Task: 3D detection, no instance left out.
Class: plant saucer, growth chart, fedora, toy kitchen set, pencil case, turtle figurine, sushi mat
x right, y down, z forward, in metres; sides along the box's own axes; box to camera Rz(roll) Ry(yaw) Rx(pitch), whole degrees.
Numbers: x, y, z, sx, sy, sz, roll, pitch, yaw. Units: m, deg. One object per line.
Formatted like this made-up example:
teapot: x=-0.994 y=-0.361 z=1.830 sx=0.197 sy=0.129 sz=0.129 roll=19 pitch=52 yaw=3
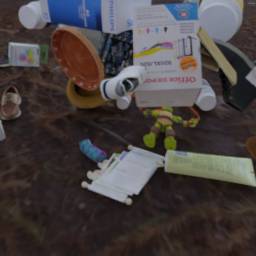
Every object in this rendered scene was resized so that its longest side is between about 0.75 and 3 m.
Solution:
plant saucer: x=-0.952 y=-1.320 z=5.388 sx=1.303 sy=1.303 sz=0.210 roll=25 pitch=54 yaw=33
growth chart: x=-0.042 y=1.265 z=8.283 sx=1.761 sy=0.216 sz=2.433 roll=21 pitch=39 yaw=29
fedora: x=-1.215 y=-1.680 z=11.555 sx=2.628 sy=1.072 sz=2.628 roll=-9 pitch=62 yaw=17
toy kitchen set: x=2.513 y=-2.992 z=9.512 sx=2.161 sy=1.954 sz=2.395 roll=24 pitch=30 yaw=4
pencil case: x=-1.122 y=0.738 z=8.867 sx=0.977 sy=0.452 sz=0.416 roll=32 pitch=19 yaw=36
turtle figurine: x=1.141 y=-0.203 z=9.872 sx=2.655 sy=0.855 sz=2.141 roll=21 pitch=45 yaw=0
sushi mat: x=1.674 y=-1.355 z=5.250 sx=0.072 sy=1.191 sz=0.570 roll=-33 pitch=15 yaw=35

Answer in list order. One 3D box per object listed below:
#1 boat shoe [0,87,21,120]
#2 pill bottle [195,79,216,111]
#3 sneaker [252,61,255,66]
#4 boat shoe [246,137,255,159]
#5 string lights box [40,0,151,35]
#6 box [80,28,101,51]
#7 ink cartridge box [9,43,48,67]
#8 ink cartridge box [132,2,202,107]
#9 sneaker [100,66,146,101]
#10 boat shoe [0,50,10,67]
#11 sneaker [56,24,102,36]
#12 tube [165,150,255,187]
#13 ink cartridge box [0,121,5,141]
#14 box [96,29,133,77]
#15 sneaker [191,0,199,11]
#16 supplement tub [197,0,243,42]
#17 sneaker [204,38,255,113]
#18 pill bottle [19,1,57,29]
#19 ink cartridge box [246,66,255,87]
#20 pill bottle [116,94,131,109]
boat shoe: x=-4.782 y=-1.023 z=11.265 sx=0.789 sy=0.748 sz=2.084 roll=-10 pitch=35 yaw=-15
pill bottle: x=3.126 y=-1.383 z=11.720 sx=0.860 sy=0.860 sz=1.485 roll=-1 pitch=34 yaw=-1
sneaker: x=6.501 y=-2.313 z=12.974 sx=1.464 sy=1.031 sz=2.756 roll=-24 pitch=41 yaw=-31
boat shoe: x=4.478 y=0.961 z=8.435 sx=0.691 sy=0.692 sz=1.965 roll=23 pitch=16 yaw=-43
string lights box: x=-0.985 y=-3.428 z=8.058 sx=2.978 sy=0.878 sz=1.530 roll=21 pitch=37 yaw=32
box: x=-1.351 y=-3.601 z=10.053 sx=0.739 sy=1.798 sz=0.615 roll=-6 pitch=10 yaw=-2
ink cartridge box: x=-2.856 y=-2.104 z=8.112 sx=1.105 sy=0.574 sz=0.328 roll=-4 pitch=32 yaw=-28
ink cartridge box: x=0.905 y=-1.657 z=6.828 sx=1.514 sy=2.057 sz=1.488 roll=-2 pitch=-10 yaw=5
sneaker: x=0.058 y=-0.880 z=5.405 sx=0.543 sy=0.515 sz=1.348 roll=-5 pitch=25 yaw=38
boat shoe: x=-6.609 y=-4.091 z=15.935 sx=0.822 sy=0.740 sz=2.285 roll=18 pitch=37 yaw=25
sneaker: x=-1.811 y=-3.701 z=10.638 sx=1.886 sy=0.722 sz=0.762 roll=-16 pitch=69 yaw=-41
tube: x=2.370 y=1.149 z=8.176 sx=2.562 sy=0.743 sz=0.665 roll=6 pitch=-4 yaw=4
ink cartridge box: x=-3.605 y=-1.146 z=6.596 sx=0.701 sy=2.457 sz=1.997 roll=-19 pitch=45 yaw=-19
box: x=-0.359 y=-2.635 z=9.727 sx=1.397 sy=1.758 sz=0.404 roll=5 pitch=32 yaw=-32
sneaker: x=2.396 y=-4.904 z=10.672 sx=0.508 sy=1.379 sz=0.797 roll=2 pitch=18 yaw=-16
supplement tub: x=2.935 y=-3.631 z=9.019 sx=1.402 sy=1.402 sz=1.928 roll=11 pitch=42 yaw=16
sneaker: x=2.868 y=-1.475 z=8.010 sx=2.265 sy=1.203 sz=0.847 roll=37 pitch=5 yaw=-8
pill bottle: x=-3.200 y=-4.194 z=10.364 sx=0.929 sy=0.929 sz=1.606 roll=13 pitch=32 yaw=19
ink cartridge box: x=3.345 y=-1.254 z=5.684 sx=1.354 sy=0.980 sz=0.997 roll=-35 pitch=74 yaw=-30
pill bottle: x=-0.169 y=-1.266 z=11.776 sx=0.606 sy=0.606 sz=1.107 roll=3 pitch=34 yaw=5
